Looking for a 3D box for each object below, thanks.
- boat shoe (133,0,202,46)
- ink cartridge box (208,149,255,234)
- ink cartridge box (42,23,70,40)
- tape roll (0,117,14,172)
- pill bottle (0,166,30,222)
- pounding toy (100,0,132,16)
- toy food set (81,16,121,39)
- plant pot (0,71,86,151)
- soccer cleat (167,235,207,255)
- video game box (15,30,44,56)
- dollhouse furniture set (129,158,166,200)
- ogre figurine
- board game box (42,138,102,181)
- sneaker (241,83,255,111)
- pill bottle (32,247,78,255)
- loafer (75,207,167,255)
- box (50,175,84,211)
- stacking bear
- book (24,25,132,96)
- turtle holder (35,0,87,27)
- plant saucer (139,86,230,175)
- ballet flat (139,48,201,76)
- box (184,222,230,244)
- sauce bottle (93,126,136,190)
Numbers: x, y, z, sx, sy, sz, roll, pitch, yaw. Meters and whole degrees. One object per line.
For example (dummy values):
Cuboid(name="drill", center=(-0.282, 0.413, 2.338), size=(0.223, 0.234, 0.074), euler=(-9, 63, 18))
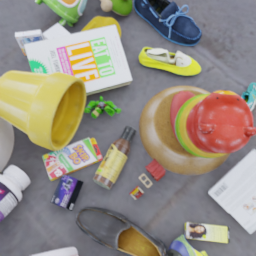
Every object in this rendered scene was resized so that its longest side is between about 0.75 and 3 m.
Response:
Cuboid(name="boat shoe", center=(1.243, -3.665, 9.221), size=(2.679, 0.919, 1.127), euler=(33, 70, 9))
Cuboid(name="ink cartridge box", center=(3.082, 1.576, 6.990), size=(1.404, 0.352, 1.618), euler=(45, 111, 15))
Cuboid(name="ink cartridge box", center=(-2.173, -2.691, 8.884), size=(0.633, 0.863, 0.630), euler=(-42, 74, -15))
Cuboid(name="tape roll", center=(-4.669, 0.140, 7.157), size=(2.842, 1.951, 2.842), euler=(0, 68, -1))
Cuboid(name="pill bottle", center=(-3.268, 1.758, 6.908), size=(0.939, 0.939, 1.685), euler=(29, 52, 11))
Cuboid(name="pounding toy", center=(-0.332, -4.467, 9.213), size=(1.647, 0.764, 1.272), euler=(-23, 82, -45))
Cuboid(name="toy food set", center=(-1.038, -2.738, 8.953), size=(1.048, 0.582, 1.781), euler=(44, 79, -10))
Cuboid(name="plant pot", center=(-2.241, -0.594, 6.999), size=(1.785, 1.898, 1.898), euler=(20, 69, 9))
Cuboid(name="soccer cleat", center=(1.841, 3.382, 6.575), size=(2.033, 0.657, 0.850), euler=(42, 48, 9))
Cuboid(name="video game box", center=(-3.049, -2.685, 8.883), size=(0.778, 0.854, 0.200), euler=(-6, 62, -2))
Cuboid(name="dollhouse furniture set", center=(0.454, 1.375, 7.418), size=(1.123, 0.604, 0.457), euler=(-41, 74, -8))
Cuboid(name="ogre figurine", center=(-0.754, -0.592, 8.129), size=(1.014, 0.497, 0.608), euler=(-17, 32, 0))
Cuboid(name="board game box", center=(-1.546, 0.842, 7.831), size=(1.536, 0.230, 0.734), euler=(-21, 70, -11))
Cuboid(name="sneaker", center=(3.612, -0.947, 8.310), size=(0.441, 0.453, 1.137), euler=(2, 52, 45))
Cuboid(name="pill bottle", center=(-1.642, 4.043, 5.795), size=(1.534, 1.534, 2.694), euler=(-11, 68, -5))
Cuboid(name="loafer", center=(-0.189, 2.537, 6.755), size=(2.439, 0.882, 0.888), euler=(20, 69, 10))
Cuboid(name="box", center=(-1.587, 1.675, 7.282), size=(0.555, 0.310, 0.786), euler=(9, 68, 32))
Cuboid(name="stacking bear", center=(1.808, -0.095, 6.079), size=(1.698, 2.796, 1.590), euler=(11, 91, 4))
Cuboid(name="book", center=(-1.436, -1.847, 8.262), size=(2.689, 0.646, 1.797), euler=(-17, 91, -9))
Cuboid(name="turtle holder", center=(-1.933, -4.211, 9.116), size=(1.472, 1.938, 1.376), euler=(46, 109, 9))
Cuboid(name="plant saucer", center=(1.730, -0.091, 8.036), size=(2.831, 0.501, 2.831), euler=(0, 68, 0))
Cuboid(name="ballet flat", center=(1.318, -2.114, 8.740), size=(2.002, 0.671, 0.669), euler=(12, 60, 5))
Cuboid(name="box", center=(1.985, 2.645, 7.058), size=(1.079, 0.270, 0.406), euler=(5, 68, 1))
Cuboid(name="sauce bottle", center=(-0.311, 0.773, 7.669), size=(0.581, 0.581, 1.797), euler=(25, 68, 10))
